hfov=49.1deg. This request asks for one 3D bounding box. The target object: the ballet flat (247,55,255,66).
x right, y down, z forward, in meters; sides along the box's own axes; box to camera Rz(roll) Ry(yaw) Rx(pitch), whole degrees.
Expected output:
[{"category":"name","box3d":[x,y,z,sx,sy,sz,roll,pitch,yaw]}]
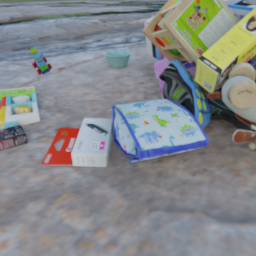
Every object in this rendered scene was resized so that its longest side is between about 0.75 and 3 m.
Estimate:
[{"category":"ballet flat","box3d":[4.331,-2.180,8.791,0.957,1.000,2.842,34,13,-11]}]

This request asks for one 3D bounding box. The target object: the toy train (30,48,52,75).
[{"category":"toy train","box3d":[-2.059,-1.593,6.296,0.344,0.470,0.812,-32,56,-13]}]

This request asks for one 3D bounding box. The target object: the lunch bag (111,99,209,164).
[{"category":"lunch bag","box3d":[0.645,0.121,6.489,1.641,1.230,1.930,-10,21,-17]}]

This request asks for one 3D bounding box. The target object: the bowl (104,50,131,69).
[{"category":"bowl","box3d":[-0.486,-3.125,12.853,1.197,0.626,1.197,1,29,0]}]

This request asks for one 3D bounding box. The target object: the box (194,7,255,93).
[{"category":"box","box3d":[2.779,-2.038,6.834,2.634,0.991,0.660,-42,67,-10]}]

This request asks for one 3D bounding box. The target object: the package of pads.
[{"category":"package of pads","box3d":[2.205,-1.956,9.301,2.653,1.004,1.598,-23,44,14]}]

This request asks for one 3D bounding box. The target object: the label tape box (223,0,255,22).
[{"category":"label tape box","box3d":[4.141,-4.013,9.064,2.919,0.965,2.091,-30,38,-18]}]

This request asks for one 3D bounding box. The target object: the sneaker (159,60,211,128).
[{"category":"sneaker","box3d":[1.566,-0.881,7.995,0.851,0.995,2.401,24,37,-46]}]

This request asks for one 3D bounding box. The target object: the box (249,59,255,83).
[{"category":"box","box3d":[3.983,-1.410,7.809,0.822,0.220,1.357,-36,79,-10]}]

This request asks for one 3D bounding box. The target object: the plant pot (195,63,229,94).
[{"category":"plant pot","box3d":[2.343,-1.599,8.099,0.864,0.927,0.864,-27,9,5]}]

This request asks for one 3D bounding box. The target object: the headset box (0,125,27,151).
[{"category":"headset box","box3d":[-3.071,0.251,7.195,0.787,0.295,0.585,-17,34,-28]}]

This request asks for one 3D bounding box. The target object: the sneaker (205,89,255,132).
[{"category":"sneaker","box3d":[2.794,-0.730,8.033,2.798,1.109,1.055,19,35,41]}]

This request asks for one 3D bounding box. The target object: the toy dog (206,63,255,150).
[{"category":"toy dog","box3d":[2.575,-0.273,6.398,1.096,2.276,1.501,-17,7,30]}]

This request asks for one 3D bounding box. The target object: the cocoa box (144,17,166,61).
[{"category":"cocoa box","box3d":[1.881,-3.501,10.372,2.135,1.424,1.401,-33,54,-19]}]

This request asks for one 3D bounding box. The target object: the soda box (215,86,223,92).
[{"category":"soda box","box3d":[2.946,-1.979,10.446,2.745,0.971,0.869,19,37,31]}]

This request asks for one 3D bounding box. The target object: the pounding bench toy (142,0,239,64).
[{"category":"pounding bench toy","box3d":[1.993,-2.567,8.210,1.563,2.515,1.962,-49,20,-2]}]

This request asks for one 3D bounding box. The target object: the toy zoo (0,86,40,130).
[{"category":"toy zoo","box3d":[-3.767,-0.599,8.705,1.852,0.289,2.823,-9,30,-16]}]

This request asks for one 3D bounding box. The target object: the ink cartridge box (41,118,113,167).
[{"category":"ink cartridge box","box3d":[-1.203,0.300,7.035,1.538,0.386,1.772,2,30,1]}]
